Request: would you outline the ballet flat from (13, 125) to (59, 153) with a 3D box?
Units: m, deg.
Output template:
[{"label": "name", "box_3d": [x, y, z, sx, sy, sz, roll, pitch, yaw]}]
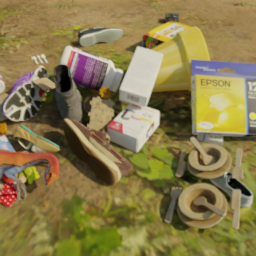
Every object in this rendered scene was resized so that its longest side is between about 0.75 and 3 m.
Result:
[{"label": "ballet flat", "box_3d": [-2.880, 0.484, 8.693, 1.835, 0.630, 0.578, 23, 77, 31]}]

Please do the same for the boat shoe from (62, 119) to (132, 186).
[{"label": "boat shoe", "box_3d": [-0.981, 0.564, 8.636, 0.995, 0.998, 2.765, -27, 52, -35]}]

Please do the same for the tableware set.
[{"label": "tableware set", "box_3d": [2.057, 1.337, 7.539, 1.864, 0.565, 2.820, -4, 37, 27]}]

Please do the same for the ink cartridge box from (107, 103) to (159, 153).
[{"label": "ink cartridge box", "box_3d": [0.197, -0.069, 9.516, 1.183, 0.686, 1.603, 20, 47, 22]}]

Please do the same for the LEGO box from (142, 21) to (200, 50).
[{"label": "LEGO box", "box_3d": [2.197, -4.448, 14.283, 1.853, 0.960, 2.488, 30, 49, 30]}]

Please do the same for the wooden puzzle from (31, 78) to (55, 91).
[{"label": "wooden puzzle", "box_3d": [-3.160, -1.634, 10.626, 0.745, 0.186, 0.804, 34, 29, 22]}]

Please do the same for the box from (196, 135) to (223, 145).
[{"label": "box", "box_3d": [2.803, 0.238, 9.557, 0.838, 0.173, 0.653, 13, 43, 13]}]

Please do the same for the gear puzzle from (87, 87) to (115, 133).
[{"label": "gear puzzle", "box_3d": [-0.932, -0.612, 9.737, 0.906, 0.229, 1.749, 10, 76, -19]}]

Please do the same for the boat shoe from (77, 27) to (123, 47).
[{"label": "boat shoe", "box_3d": [-1.488, -5.008, 14.903, 2.398, 0.907, 0.723, -13, 61, -17]}]

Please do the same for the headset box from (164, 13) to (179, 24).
[{"label": "headset box", "box_3d": [2.728, -6.740, 17.315, 0.901, 0.418, 0.784, 5, 41, 5]}]

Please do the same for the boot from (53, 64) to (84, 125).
[{"label": "boot", "box_3d": [-2.230, -1.478, 10.123, 1.042, 1.965, 2.985, -17, 44, -15]}]

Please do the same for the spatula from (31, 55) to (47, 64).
[{"label": "spatula", "box_3d": [-4.339, -3.340, 13.725, 0.647, 0.075, 0.931, -15, 44, -24]}]

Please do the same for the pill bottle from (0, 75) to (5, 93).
[{"label": "pill bottle", "box_3d": [-5.615, -1.973, 11.689, 0.676, 0.676, 1.213, -20, 46, -21]}]

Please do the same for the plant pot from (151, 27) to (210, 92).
[{"label": "plant pot", "box_3d": [1.856, -2.474, 11.190, 2.301, 2.445, 2.445, -15, 41, 7]}]

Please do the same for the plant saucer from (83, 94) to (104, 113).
[{"label": "plant saucer", "box_3d": [-1.294, -0.886, 10.656, 0.855, 0.137, 0.855, -7, 61, 14]}]

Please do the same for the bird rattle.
[{"label": "bird rattle", "box_3d": [-3.234, 1.523, 7.925, 1.092, 0.754, 1.339, 14, 55, 33]}]

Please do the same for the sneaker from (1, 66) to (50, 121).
[{"label": "sneaker", "box_3d": [-4.003, -1.243, 10.792, 1.241, 1.200, 2.976, -10, 34, 19]}]

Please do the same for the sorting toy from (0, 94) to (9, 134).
[{"label": "sorting toy", "box_3d": [-4.908, -0.388, 10.146, 1.379, 0.248, 1.851, -17, 53, -9]}]

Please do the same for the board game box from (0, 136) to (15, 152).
[{"label": "board game box", "box_3d": [-4.222, 0.736, 8.959, 0.921, 0.201, 0.926, -27, 48, -29]}]

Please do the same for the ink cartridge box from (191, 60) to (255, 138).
[{"label": "ink cartridge box", "box_3d": [3.474, -1.061, 9.418, 2.667, 0.634, 2.699, 2, 81, -4]}]

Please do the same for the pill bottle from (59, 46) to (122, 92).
[{"label": "pill bottle", "box_3d": [-1.507, -2.243, 11.196, 2.410, 1.355, 1.355, 17, 39, -13]}]

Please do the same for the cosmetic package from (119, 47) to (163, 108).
[{"label": "cosmetic package", "box_3d": [0.455, -1.774, 9.681, 0.989, 0.695, 1.949, 18, 65, 6]}]

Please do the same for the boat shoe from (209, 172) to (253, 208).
[{"label": "boat shoe", "box_3d": [2.845, 1.504, 7.822, 0.536, 0.547, 1.537, -22, 46, -24]}]

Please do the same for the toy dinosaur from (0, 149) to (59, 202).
[{"label": "toy dinosaur", "box_3d": [-3.122, 1.049, 7.370, 2.443, 2.692, 1.413, -21, 52, 24]}]
